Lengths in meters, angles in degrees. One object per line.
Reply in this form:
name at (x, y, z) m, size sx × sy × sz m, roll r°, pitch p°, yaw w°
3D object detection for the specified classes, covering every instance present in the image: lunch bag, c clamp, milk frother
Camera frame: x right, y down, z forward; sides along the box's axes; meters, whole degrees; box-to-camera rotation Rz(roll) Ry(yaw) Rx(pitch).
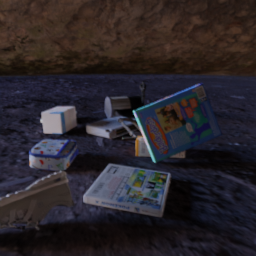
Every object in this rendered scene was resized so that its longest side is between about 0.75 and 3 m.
lunch bag at (-2.434, 0.840, 9.423) m, size 1.397 × 0.659 × 1.743 m, roll 2°, pitch 16°, yaw 3°
c clamp at (0.083, -0.023, 10.182) m, size 1.238 × 0.196 × 1.450 m, roll 3°, pitch 30°, yaw -30°
milk frother at (-0.075, -1.499, 15.337) m, size 1.977 × 2.102 × 1.897 m, roll -7°, pitch 21°, yaw -22°

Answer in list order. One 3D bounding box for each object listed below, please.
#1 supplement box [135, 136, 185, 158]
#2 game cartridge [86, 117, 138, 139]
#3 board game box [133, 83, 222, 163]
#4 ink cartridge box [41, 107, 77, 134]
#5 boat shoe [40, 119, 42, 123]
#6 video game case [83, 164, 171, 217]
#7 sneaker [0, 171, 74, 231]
supplement box at (1.167, 0.594, 10.266) m, size 1.750 × 0.644 × 1.103 m, roll 1°, pitch 15°, yaw 4°
game cartridge at (-0.676, -0.062, 13.152) m, size 1.653 × 0.502 × 2.480 m, roll 16°, pitch 21°, yaw 36°
board game box at (1.621, -0.161, 9.260) m, size 2.425 × 1.844 × 0.546 m, roll -22°, pitch 4°, yaw -4°
ink cartridge box at (-3.169, -0.413, 13.233) m, size 1.016 × 0.990 × 1.580 m, roll 3°, pitch 17°, yaw 19°
boat shoe at (-3.920, -0.739, 15.077) m, size 0.711 × 0.726 × 2.037 m, roll 8°, pitch 17°, yaw 27°
video game case at (0.089, 1.550, 7.373) m, size 1.884 × 0.227 × 2.067 m, roll 7°, pitch 16°, yaw 12°
sneaker at (-2.158, 1.745, 5.704) m, size 2.276 × 0.933 × 0.851 m, roll -26°, pitch -5°, yaw -21°
